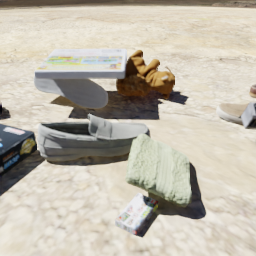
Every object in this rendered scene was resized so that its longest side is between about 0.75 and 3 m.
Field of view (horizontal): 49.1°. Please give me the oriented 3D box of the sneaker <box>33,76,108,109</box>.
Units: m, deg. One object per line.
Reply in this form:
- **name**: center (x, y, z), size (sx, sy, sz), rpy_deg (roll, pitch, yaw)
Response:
- **sneaker**: center (-1.792, -1.566, 10.268), size (2.793, 1.029, 1.614), rpy_deg (20, 21, 12)

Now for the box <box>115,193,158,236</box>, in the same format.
- **box**: center (0.180, 1.618, 5.339), size (0.473, 0.149, 0.859), rpy_deg (17, 33, 28)

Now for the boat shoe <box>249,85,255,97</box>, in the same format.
- **boat shoe**: center (5.786, -1.558, 10.498), size (2.339, 0.822, 0.823), rpy_deg (-1, 31, 1)

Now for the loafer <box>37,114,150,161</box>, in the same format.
- **loafer**: center (-0.816, 0.160, 7.115), size (2.871, 1.002, 1.004), rpy_deg (-8, 30, -13)

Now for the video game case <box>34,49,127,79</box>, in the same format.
- **video game case**: center (-1.477, -2.266, 9.729), size (2.808, 0.321, 2.556), rpy_deg (0, 30, 2)

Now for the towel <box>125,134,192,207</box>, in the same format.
- **towel**: center (0.691, 0.810, 6.085), size (1.457, 0.358, 1.963), rpy_deg (23, 26, 0)

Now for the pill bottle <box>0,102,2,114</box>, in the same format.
- **pill bottle**: center (-4.500, -0.765, 9.320), size (0.516, 0.516, 0.922), rpy_deg (-14, 31, -24)

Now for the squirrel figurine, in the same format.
- **squirrel figurine**: center (0.668, -1.706, 10.513), size (1.947, 1.476, 2.086), rpy_deg (32, 54, 28)

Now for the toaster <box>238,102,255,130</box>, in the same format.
- **toaster**: center (3.426, -0.305, 7.399), size (0.699, 0.773, 0.459), rpy_deg (1, 57, -2)

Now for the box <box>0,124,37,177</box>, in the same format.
- **box**: center (-3.908, 0.526, 6.878), size (2.537, 0.584, 2.017), rpy_deg (13, 31, 22)

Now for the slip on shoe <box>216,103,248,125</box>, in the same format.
- **slip on shoe**: center (4.104, -0.513, 8.566), size (2.646, 0.802, 1.006), rpy_deg (17, 33, 28)
